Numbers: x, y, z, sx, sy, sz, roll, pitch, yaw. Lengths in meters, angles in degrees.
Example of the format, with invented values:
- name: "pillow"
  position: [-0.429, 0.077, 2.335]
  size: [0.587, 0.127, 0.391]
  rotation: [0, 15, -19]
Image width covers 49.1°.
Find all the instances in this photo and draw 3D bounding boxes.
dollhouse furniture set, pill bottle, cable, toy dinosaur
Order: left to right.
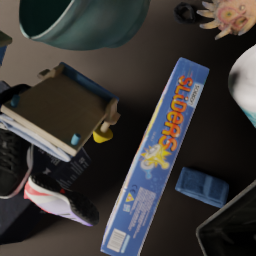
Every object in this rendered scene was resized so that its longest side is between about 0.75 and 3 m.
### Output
- name: "dollhouse furniture set"
  position: [-1.848, 0.091, 4.476]
  size: [2.822, 1.841, 2.664]
  rotation: [31, 31, -3]
- name: "cable"
  position: [1.744, -3.607, 8.818]
  size: [0.653, 0.203, 0.800]
  rotation: [-9, 73, 2]
- name: "toy dinosaur"
  position: [2.196, -2.426, 5.566]
  size: [1.257, 2.929, 1.985]
  rotation: [15, 90, 20]
- name: "pill bottle"
  position: [2.891, -0.369, 5.038]
  size: [1.323, 2.387, 1.323]
  rotation: [-28, 42, 30]

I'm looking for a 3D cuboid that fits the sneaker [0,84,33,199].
- name: "sneaker"
  position: [-2.257, 0.208, 5.154]
  size: [0.795, 1.217, 2.176]
  rotation: [14, 80, 11]

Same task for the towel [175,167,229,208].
- name: "towel"
  position: [1.855, 1.465, 6.973]
  size: [1.228, 0.298, 0.686]
  rotation: [20, 71, 7]

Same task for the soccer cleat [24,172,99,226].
- name: "soccer cleat"
  position: [-1.267, 1.457, 5.358]
  size: [1.540, 0.525, 0.564]
  rotation: [32, 112, -1]

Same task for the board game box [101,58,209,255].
- name: "board game box"
  position: [0.380, 0.531, 4.716]
  size: [0.497, 1.951, 2.883]
  rotation: [23, 79, 2]

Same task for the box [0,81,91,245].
- name: "box"
  position: [-2.730, 0.805, 6.554]
  size: [2.582, 1.541, 2.625]
  rotation: [38, 76, 12]

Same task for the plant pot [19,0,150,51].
- name: "plant pot"
  position: [-0.711, -2.674, 5.595]
  size: [2.676, 1.793, 2.676]
  rotation: [-16, 66, 41]

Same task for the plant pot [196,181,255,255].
- name: "plant pot"
  position: [2.194, 1.689, 3.456]
  size: [1.557, 1.751, 1.755]
  rotation: [-1, 51, -21]
